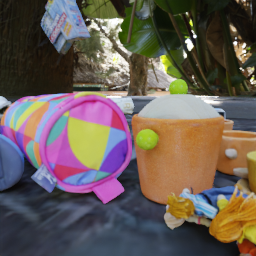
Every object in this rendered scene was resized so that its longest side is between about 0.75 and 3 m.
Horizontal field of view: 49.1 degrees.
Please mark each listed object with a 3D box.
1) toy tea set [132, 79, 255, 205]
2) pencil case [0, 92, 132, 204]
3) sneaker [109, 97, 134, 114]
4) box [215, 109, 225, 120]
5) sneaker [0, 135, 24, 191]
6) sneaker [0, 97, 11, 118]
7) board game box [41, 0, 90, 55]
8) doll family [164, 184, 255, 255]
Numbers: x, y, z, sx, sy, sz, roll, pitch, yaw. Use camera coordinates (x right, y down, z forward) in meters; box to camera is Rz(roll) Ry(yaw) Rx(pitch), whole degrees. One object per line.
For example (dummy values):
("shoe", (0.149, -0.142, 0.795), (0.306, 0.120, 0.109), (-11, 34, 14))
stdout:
("toy tea set", (0.920, -0.011, 3.436), (1.760, 1.096, 2.960), (0, 8, 0))
("pencil case", (-0.868, 0.097, 3.296), (1.003, 1.003, 2.270), (-5, 9, -31))
("sneaker", (-0.486, -0.942, 11.189), (1.350, 0.860, 2.335), (-1, 6, 14))
("box", (1.676, -0.368, 8.608), (2.346, 0.407, 1.291), (2, 8, 13))
("sneaker", (-1.760, 0.261, 3.176), (1.796, 0.664, 0.739), (5, 7, 28))
("sneaker", (-4.679, -0.719, 10.391), (1.148, 0.732, 1.986), (2, 17, 3))
("board game box", (-1.254, -1.988, 5.503), (0.324, 1.051, 1.052), (-18, -20, -50))
("doll family", (0.610, 0.534, 1.805), (0.639, 0.464, 1.030), (-4, 9, -27))
